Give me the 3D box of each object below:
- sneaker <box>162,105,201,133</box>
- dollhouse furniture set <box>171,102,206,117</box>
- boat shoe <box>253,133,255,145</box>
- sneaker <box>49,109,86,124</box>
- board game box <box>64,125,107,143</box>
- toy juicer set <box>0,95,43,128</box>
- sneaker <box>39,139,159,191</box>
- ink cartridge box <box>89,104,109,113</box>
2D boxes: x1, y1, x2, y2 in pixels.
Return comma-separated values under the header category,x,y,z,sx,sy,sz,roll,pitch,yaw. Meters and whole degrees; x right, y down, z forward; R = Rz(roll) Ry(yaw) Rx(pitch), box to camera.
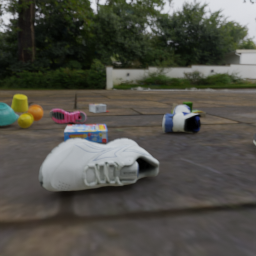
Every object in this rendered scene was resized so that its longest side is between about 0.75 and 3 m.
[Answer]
category,x,y,z,sx,sy,sz,roll,pitch,yaw
sneaker,1.905,-0.204,9.142,1.062,0.743,1.839,9,19,25
dollhouse furniture set,2.768,-0.861,12.657,1.380,0.693,0.904,-6,14,-31
boat shoe,3.332,0.253,6.376,0.737,0.628,2.203,2,10,10
sneaker,-2.331,-0.438,10.935,1.418,0.560,0.676,8,5,-4
board game box,-1.173,0.154,7.874,1.129,0.322,1.153,-2,10,-8
toy juicer set,-4.340,-0.297,9.794,1.894,0.810,2.977,26,27,23
sneaker,-0.354,0.571,4.338,2.025,0.754,0.882,-9,18,-40
ink cartridge box,-1.514,-1.038,14.692,0.813,0.388,0.926,-6,11,-28
